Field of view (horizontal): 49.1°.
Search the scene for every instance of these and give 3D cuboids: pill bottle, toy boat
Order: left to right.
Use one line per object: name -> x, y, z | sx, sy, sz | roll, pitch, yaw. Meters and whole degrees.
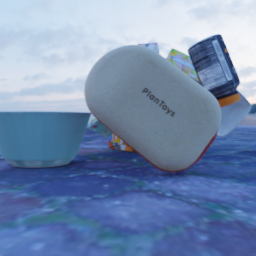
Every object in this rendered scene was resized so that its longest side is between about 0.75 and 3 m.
toy boat -> 0.425, -0.384, 6.210 | 2.936, 1.916, 1.919 | 40, -12, 5
pill bottle -> 2.526, -1.567, 8.047 | 1.047, 1.971, 1.047 | -22, 1, 0

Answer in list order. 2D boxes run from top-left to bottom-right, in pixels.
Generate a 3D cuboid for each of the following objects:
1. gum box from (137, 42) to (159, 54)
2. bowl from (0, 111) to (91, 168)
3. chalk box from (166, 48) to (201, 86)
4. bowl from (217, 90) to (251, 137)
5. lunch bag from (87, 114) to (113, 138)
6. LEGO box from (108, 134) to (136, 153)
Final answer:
gum box -> 0.494, -2.466, 9.939 | 0.793, 0.462, 1.397 | 5, 46, 28
bowl -> -2.158, 0.240, 6.946 | 2.478, 1.296, 2.478 | 0, 1, 0
chalk box -> 1.894, -1.689, 10.314 | 1.657, 1.666, 2.677 | 24, 34, -7
bowl -> 3.511, -0.758, 10.768 | 1.780, 1.783, 0.665 | 41, 12, -1
lunch bag -> -0.320, -0.846, 8.548 | 0.996, 2.072, 2.583 | 24, -28, -15
LEGO box -> 0.834, 0.287, 10.379 | 2.544, 0.982, 1.895 | -1, 2, -39
